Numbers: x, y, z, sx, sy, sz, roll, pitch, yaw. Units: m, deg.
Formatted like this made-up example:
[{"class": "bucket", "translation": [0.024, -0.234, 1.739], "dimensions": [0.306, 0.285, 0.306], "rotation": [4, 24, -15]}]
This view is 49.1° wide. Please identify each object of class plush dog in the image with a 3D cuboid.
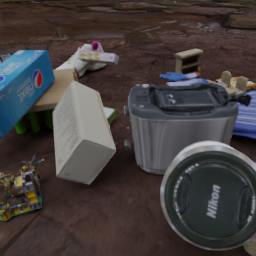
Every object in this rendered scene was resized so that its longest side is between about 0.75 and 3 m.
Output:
[{"class": "plush dog", "translation": [2.526, 1.962, 4.512], "dimensions": [1.137, 0.976, 0.912], "rotation": [6, 32, 10]}]

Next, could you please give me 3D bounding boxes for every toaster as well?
[{"class": "toaster", "translation": [1.342, 0.005, 6.812], "dimensions": [2.885, 1.864, 1.640], "rotation": [-2, 33, -2]}]

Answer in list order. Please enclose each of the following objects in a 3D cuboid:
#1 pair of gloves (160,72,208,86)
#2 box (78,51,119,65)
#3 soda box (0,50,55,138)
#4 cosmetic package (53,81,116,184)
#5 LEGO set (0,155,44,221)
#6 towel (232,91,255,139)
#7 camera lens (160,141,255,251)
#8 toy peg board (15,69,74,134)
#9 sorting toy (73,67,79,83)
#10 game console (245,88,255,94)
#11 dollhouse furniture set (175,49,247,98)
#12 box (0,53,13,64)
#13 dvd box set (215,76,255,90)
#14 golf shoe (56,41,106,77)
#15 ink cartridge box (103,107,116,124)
[{"class": "pair of gloves", "translation": [1.853, -1.616, 9.386], "dimensions": [1.388, 0.197, 1.727], "rotation": [-6, 26, -6]}, {"class": "box", "translation": [-1.199, -2.779, 11.110], "dimensions": [1.742, 0.361, 0.337], "rotation": [13, -4, 28]}, {"class": "soda box", "translation": [-3.014, -1.028, 7.298], "dimensions": [0.943, 0.996, 2.938], "rotation": [3, 37, 13]}, {"class": "cosmetic package", "translation": [-1.126, 0.032, 6.584], "dimensions": [0.832, 1.178, 2.276], "rotation": [21, 31, -32]}, {"class": "LEGO set", "translation": [-2.330, 1.158, 5.865], "dimensions": [1.057, 0.796, 1.374], "rotation": [-10, 32, -2]}, {"class": "towel", "translation": [3.967, -0.463, 8.456], "dimensions": [2.754, 0.328, 1.994], "rotation": [-33, 28, -32]}, {"class": "camera lens", "translation": [1.428, 1.034, 4.860], "dimensions": [1.565, 1.565, 1.957], "rotation": [9, 2, 13]}, {"class": "toy peg board", "translation": [-2.692, -0.820, 8.741], "dimensions": [2.157, 1.055, 2.148], "rotation": [-9, 37, -9]}, {"class": "sorting toy", "translation": [-2.058, -1.741, 10.329], "dimensions": [0.183, 0.522, 1.083], "rotation": [-2, 59, 16]}, {"class": "game console", "translation": [4.718, -0.967, 10.069], "dimensions": [0.920, 0.609, 1.046], "rotation": [18, 21, -33]}, {"class": "dollhouse furniture set", "translation": [2.725, -1.722, 9.878], "dimensions": [1.961, 1.486, 2.237], "rotation": [-20, 36, -24]}, {"class": "box", "translation": [-4.818, -1.956, 10.482], "dimensions": [1.368, 0.850, 1.379], "rotation": [-16, 64, -27]}, {"class": "dvd box set", "translation": [4.351, -1.768, 11.262], "dimensions": [1.325, 0.195, 0.969], "rotation": [-9, 32, -15]}, {"class": "golf shoe", "translation": [-2.132, -2.971, 12.228], "dimensions": [1.038, 1.262, 2.757], "rotation": [23, 40, 31]}, {"class": "ink cartridge box", "translation": [-0.834, -0.289, 8.665], "dimensions": [0.602, 0.309, 0.815], "rotation": [12, 44, 23]}]
